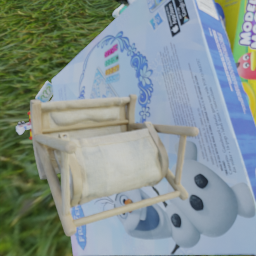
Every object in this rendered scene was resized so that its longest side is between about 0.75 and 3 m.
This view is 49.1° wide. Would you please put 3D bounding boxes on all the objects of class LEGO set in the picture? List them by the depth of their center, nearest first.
[{"bbox_3d":[-1.451,-0.129,5.030,0.287,0.875,1.171,33,86,34],"label":"LEGO set"}]

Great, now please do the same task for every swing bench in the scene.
[{"bbox_3d":[-0.152,0.150,2.020,0.893,0.583,0.898,-7,24,-28],"label":"swing bench"}]

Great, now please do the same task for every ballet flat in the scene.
[{"bbox_3d":[-0.144,-4.986,11.673,0.528,0.528,1.520,24,52,21],"label":"ballet flat"}]

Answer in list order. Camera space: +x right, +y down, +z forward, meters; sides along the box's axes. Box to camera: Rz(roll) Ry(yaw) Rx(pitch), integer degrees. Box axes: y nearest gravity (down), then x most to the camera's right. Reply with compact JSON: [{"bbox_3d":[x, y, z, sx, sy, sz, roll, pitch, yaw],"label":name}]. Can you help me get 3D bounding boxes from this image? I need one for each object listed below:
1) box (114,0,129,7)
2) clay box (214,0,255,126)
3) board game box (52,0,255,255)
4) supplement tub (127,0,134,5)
[{"bbox_3d":[0.454,-4.677,7.757,1.264,2.384,1.457,10,15,18],"label":"box"},{"bbox_3d":[1.274,-1.211,3.542,0.557,2.339,1.344,2,13,-8],"label":"clay box"},{"bbox_3d":[0.063,0.065,3.423,0.591,2.714,2.727,4,69,-43],"label":"board game box"},{"bbox_3d":[0.358,-2.412,5.165,0.657,0.657,1.072,6,20,6],"label":"supplement tub"}]
